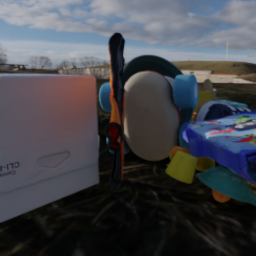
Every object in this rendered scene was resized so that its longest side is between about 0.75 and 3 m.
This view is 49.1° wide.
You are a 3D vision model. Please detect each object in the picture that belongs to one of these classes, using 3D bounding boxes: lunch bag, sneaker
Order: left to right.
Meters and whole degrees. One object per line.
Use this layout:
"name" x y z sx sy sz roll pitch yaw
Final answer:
"sneaker" 2.839 -0.035 6.750 1.554 1.004 2.864 13 10 42
"lunch bag" 2.307 0.341 4.389 2.850 1.341 2.146 0 11 -8

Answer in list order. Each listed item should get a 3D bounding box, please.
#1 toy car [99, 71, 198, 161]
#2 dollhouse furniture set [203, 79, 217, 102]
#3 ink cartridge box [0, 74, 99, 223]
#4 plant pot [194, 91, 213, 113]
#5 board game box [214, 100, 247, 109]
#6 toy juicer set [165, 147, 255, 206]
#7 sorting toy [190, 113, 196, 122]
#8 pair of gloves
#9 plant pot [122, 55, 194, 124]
"toy car" 0.763 -0.444 6.620 2.007 1.926 2.177 -2 16 24
"dollhouse furniture set" 3.016 -1.904 13.736 2.204 1.262 2.585 -16 16 15
"ink cartridge box" -1.999 0.043 4.702 2.583 1.868 1.877 9 15 39
"plant pot" 3.145 -1.076 11.930 0.903 0.924 0.897 5 -3 5
"board game box" 4.235 -0.942 12.948 1.504 0.467 1.992 -2 12 -9
"toy juicer set" 1.443 0.831 4.354 1.887 0.514 1.201 21 6 -1
"sorting toy" 1.901 -0.341 10.331 1.943 0.354 1.799 5 13 23
"pair of gloves" -0.192 -0.220 4.407 0.274 2.214 1.973 0 56 1
"plant pot" 0.507 -0.713 8.227 2.360 2.360 1.581 -6 -13 -28
